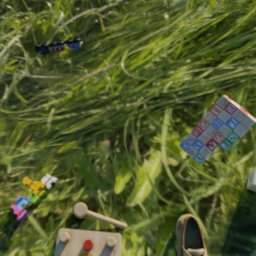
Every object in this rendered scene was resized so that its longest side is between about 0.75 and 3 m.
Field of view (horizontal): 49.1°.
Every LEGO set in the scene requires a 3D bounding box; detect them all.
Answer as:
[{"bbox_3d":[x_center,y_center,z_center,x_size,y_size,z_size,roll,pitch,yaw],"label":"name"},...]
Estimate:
[{"bbox_3d":[-3.216,2.058,9.125,0.714,0.663,1.739,36,67,16],"label":"LEGO set"}]

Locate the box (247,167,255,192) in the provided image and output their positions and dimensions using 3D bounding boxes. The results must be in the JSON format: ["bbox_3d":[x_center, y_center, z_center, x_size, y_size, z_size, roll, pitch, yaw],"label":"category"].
[{"bbox_3d":[4.789,1.898,9.249,1.450,0.564,0.689,20,65,10],"label":"box"}]

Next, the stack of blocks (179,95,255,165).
[{"bbox_3d":[2.585,0.167,8.201,1.140,0.580,1.979,44,113,16],"label":"stack of blocks"}]

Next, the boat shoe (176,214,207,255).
[{"bbox_3d":[1.864,3.722,8.150,0.903,0.881,2.387,-5,63,-3],"label":"boat shoe"}]

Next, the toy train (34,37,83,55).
[{"bbox_3d":[-1.956,-2.292,7.902,1.474,0.338,0.251,-5,31,14],"label":"toy train"}]

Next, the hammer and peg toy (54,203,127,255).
[{"bbox_3d":[-1.129,3.589,8.172,2.002,0.960,2.722,5,63,3],"label":"hammer and peg toy"}]
